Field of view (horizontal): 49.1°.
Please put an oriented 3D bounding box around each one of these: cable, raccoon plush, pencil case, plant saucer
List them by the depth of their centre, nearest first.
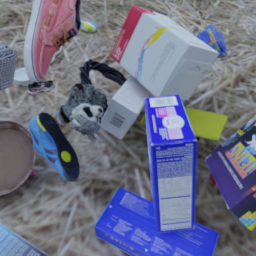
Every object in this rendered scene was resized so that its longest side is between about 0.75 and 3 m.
[{"bbox_3d":[-1.214,-0.096,6.966,1.011,2.089,1.400,20,53,-19],"label":"raccoon plush"},{"bbox_3d":[-3.388,0.802,7.519,2.022,0.348,2.022,-1,73,4],"label":"plant saucer"},{"bbox_3d":[1.857,-2.085,9.302,2.901,1.132,1.260,-34,45,26],"label":"pencil case"},{"bbox_3d":[-0.666,-1.366,9.378,1.920,0.598,2.354,-16,74,-35],"label":"cable"}]

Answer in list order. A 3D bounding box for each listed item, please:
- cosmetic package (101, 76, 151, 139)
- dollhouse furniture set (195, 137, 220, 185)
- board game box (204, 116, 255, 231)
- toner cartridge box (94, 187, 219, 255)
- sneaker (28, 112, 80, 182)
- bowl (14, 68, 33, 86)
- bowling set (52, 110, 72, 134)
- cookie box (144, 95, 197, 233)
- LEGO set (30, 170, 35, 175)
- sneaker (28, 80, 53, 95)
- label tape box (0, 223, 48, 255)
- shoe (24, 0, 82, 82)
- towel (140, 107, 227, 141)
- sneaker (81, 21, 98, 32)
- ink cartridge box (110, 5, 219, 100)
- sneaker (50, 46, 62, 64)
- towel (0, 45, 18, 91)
[{"bbox_3d":[0.049,-0.786,8.481,0.851,1.184,2.097,32,40,-1],"label":"cosmetic package"},{"bbox_3d":[2.063,0.696,7.848,2.122,0.863,1.142,33,54,29],"label":"dollhouse furniture set"},{"bbox_3d":[2.829,0.696,6.063,0.696,2.029,2.454,46,14,-9],"label":"board game box"},{"bbox_3d":[0.614,2.419,6.346,2.520,0.544,1.197,21,47,19],"label":"toner cartridge box"},{"bbox_3d":[-1.782,0.529,6.614,1.799,0.705,0.593,58,29,8],"label":"sneaker"},{"bbox_3d":[-3.936,-1.911,10.785,0.931,0.419,0.931,0,45,0],"label":"bowl"},{"bbox_3d":[-2.228,-0.317,9.033,0.988,0.688,0.531,21,50,25],"label":"bowling set"},{"bbox_3d":[0.880,0.729,6.076,0.853,2.271,1.943,-5,31,3],"label":"cookie box"},{"bbox_3d":[-3.225,1.010,7.801,1.203,0.494,0.459,-3,44,-3],"label":"LEGO set"},{"bbox_3d":[-3.262,-1.587,10.449,1.012,0.437,0.407,-31,54,-28],"label":"sneaker"},{"bbox_3d":[-2.396,3.066,5.632,2.027,0.670,1.452,24,50,19],"label":"label tape box"},{"bbox_3d":[-1.437,-1.807,5.497,0.854,0.671,1.878,7,85,5],"label":"shoe"},{"bbox_3d":[1.565,-0.198,8.105,2.343,0.212,1.008,14,51,27],"label":"towel"},{"bbox_3d":[-2.044,-5.120,14.064,1.192,0.452,0.626,30,39,20],"label":"sneaker"},{"bbox_3d":[1.003,-2.088,8.035,1.667,1.659,2.294,-6,44,-47],"label":"ink cartridge box"},{"bbox_3d":[-3.369,-3.484,12.135,0.705,0.756,1.908,3,44,5],"label":"sneaker"},{"bbox_3d":[-3.758,-1.479,7.561,0.647,1.252,1.512,43,44,8],"label":"towel"}]
